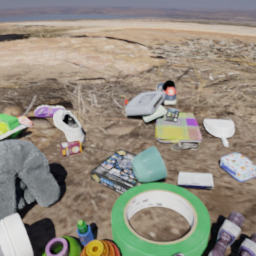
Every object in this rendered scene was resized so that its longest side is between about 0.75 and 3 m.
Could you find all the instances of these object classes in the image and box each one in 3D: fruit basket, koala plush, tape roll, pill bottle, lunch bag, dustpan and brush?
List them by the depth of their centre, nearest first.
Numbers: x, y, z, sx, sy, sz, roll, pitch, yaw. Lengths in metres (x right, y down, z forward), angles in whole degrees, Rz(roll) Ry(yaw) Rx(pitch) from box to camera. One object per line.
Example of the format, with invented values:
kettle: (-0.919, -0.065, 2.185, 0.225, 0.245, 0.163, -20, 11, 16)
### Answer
pill bottle: (-3.151, 2.640, 5.540, 2.233, 1.337, 1.337, -20, 34, -29)
tape roll: (0.822, 2.464, 7.316, 2.510, 0.603, 2.510, 0, 28, 0)
koala plush: (-3.651, 1.288, 8.146, 2.525, 2.320, 2.239, 11, 28, 44)
lunch bag: (3.740, 1.332, 9.602, 0.922, 0.435, 1.151, -16, 33, -23)
fruit basket: (-5.453, 0.218, 11.248, 1.865, 0.944, 2.013, 13, 39, 30)
dustpan and brush: (3.934, 0.205, 11.730, 1.280, 0.525, 1.834, 3, 22, 3)

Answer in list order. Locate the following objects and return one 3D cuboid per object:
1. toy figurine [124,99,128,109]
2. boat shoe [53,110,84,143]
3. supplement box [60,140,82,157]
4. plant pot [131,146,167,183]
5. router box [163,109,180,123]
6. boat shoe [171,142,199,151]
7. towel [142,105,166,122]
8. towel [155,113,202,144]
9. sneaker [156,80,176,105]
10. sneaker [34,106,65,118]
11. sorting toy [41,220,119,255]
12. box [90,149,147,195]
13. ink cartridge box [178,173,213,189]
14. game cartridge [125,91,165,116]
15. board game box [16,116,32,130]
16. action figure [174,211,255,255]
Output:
toy figurine: (0.175, -1.091, 14.026, 0.585, 0.515, 0.976, 1, 30, -12)
boat shoe: (-2.598, -0.268, 11.958, 0.926, 0.881, 2.571, -11, 34, -21)
supplement box: (-2.165, 0.776, 10.625, 0.752, 0.415, 0.322, -12, 31, -22)
plant pot: (0.575, 1.180, 8.501, 0.828, 1.032, 1.032, -21, 33, -9)
router box: (1.958, -0.572, 12.689, 0.638, 0.265, 0.852, 9, 29, 15)
boat shoe: (2.216, 0.662, 10.862, 1.080, 0.308, 0.361, -1, 51, -2)
towel: (1.142, -0.738, 13.024, 1.075, 0.221, 1.441, -24, 19, 1)
towel: (2.120, -0.025, 12.255, 1.858, 0.295, 2.587, 2, 28, 4)
sneaker: (2.165, -2.225, 15.470, 0.960, 1.082, 2.561, -4, 28, -7)
sneaker: (-3.693, -0.714, 13.255, 1.442, 0.581, 0.602, -6, 35, -11)
sorting toy: (-1.127, 2.699, 6.292, 1.906, 0.782, 1.145, 1, 39, 13)
box: (-0.091, 1.450, 9.384, 1.706, 0.424, 1.693, 18, 33, 30)
ink cartridge box: (2.101, 1.690, 8.771, 1.069, 0.218, 1.072, 1, 10, 14)
game cartridge: (0.788, -1.175, 13.449, 1.464, 0.450, 2.200, 2, 28, 26)
board game box: (-4.876, -0.223, 12.672, 0.720, 0.220, 0.950, -22, 36, -35)
action figure: (1.846, 2.974, 5.668, 1.860, 0.992, 2.858, 37, 40, 29)
